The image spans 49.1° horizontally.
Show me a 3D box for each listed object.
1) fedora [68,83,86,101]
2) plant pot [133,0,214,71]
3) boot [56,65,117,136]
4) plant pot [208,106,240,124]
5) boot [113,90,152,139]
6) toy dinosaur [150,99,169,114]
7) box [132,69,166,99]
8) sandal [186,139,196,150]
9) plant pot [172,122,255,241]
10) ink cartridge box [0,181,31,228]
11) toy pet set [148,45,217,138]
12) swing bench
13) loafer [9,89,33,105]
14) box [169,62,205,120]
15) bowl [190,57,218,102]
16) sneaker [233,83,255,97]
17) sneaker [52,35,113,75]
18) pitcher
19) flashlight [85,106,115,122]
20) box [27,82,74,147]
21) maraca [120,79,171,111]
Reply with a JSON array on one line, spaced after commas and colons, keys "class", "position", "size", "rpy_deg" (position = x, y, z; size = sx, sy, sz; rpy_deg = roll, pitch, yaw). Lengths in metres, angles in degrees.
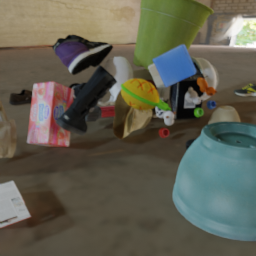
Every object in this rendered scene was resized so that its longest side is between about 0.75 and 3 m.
[{"class": "fedora", "position": [-1.798, -1.479, 11.329], "size": [0.556, 1.217, 1.217], "rpy_deg": [-39, -4, 37]}, {"class": "plant pot", "position": [1.394, -3.509, 10.782], "size": [2.858, 2.714, 2.858], "rpy_deg": [17, 17, -5]}, {"class": "boot", "position": [-1.057, -0.732, 8.031], "size": [0.633, 1.929, 1.590], "rpy_deg": [37, 2, 8]}, {"class": "plant pot", "position": [3.771, -0.391, 10.886], "size": [1.224, 0.822, 1.224], "rpy_deg": [0, 21, 0]}, {"class": "boot", "position": [0.257, -0.671, 9.904], "size": [0.717, 1.969, 1.530], "rpy_deg": [29, 33, 33]}, {"class": "toy dinosaur", "position": [1.078, -1.196, 13.152], "size": [1.304, 0.702, 2.958], "rpy_deg": [-8, 34, -42]}, {"class": "box", "position": [0.470, -1.698, 12.264], "size": [2.065, 1.320, 1.125], "rpy_deg": [-9, 61, -7]}, {"class": "sandal", "position": [2.923, 0.620, 8.896], "size": [2.133, 0.510, 0.802], "rpy_deg": [-3, 18, 29]}, {"class": "plant pot", "position": [2.383, 0.900, 6.290], "size": [2.631, 1.763, 2.631], "rpy_deg": [1, 21, 0]}, {"class": "ink cartridge box", "position": [-2.687, 1.753, 5.994], "size": [0.845, 0.390, 1.551], "rpy_deg": [-14, 26, -32]}, {"class": "toy pet set", "position": [2.021, -1.386, 9.402], "size": [2.811, 2.625, 1.493], "rpy_deg": [-30, 9, -26]}, {"class": "swing bench", "position": [-4.501, 0.007, 8.186], "size": [1.865, 1.216, 1.875], "rpy_deg": [-5, 42, -46]}, {"class": "loafer", "position": [-5.146, -1.651, 14.318], "size": [0.678, 0.663, 1.858], "rpy_deg": [19, 28, 40]}, {"class": "box", "position": [2.461, -1.611, 12.030], "size": [1.150, 1.856, 1.825], "rpy_deg": [-3, 35, -1]}, {"class": "bowl", "position": [3.374, -2.227, 12.619], "size": [0.974, 2.168, 2.168], "rpy_deg": [-15, 24, -7]}, {"class": "sneaker", "position": [6.684, -2.137, 15.531], "size": [1.634, 0.692, 0.609], "rpy_deg": [0, 21, 1]}, {"class": "sneaker", "position": [-1.595, -2.972, 10.292], "size": [1.308, 1.131, 2.987], "rpy_deg": [45, 27, -1]}, {"class": "pitcher", "position": [-0.538, -1.705, 10.537], "size": [1.543, 1.798, 1.090], "rpy_deg": [-3, -9, -25]}, {"class": "flashlight", "position": [-0.562, -0.703, 11.196], "size": [2.515, 0.851, 0.854], "rpy_deg": [-7, 30, -30]}, {"class": "box", "position": [-2.401, -0.389, 8.726], "size": [0.891, 1.882, 0.966], "rpy_deg": [-1, -10, 30]}, {"class": "maraca", "position": [0.373, -0.663, 6.025], "size": [1.182, 0.632, 0.810], "rpy_deg": [23, 22, -13]}]
